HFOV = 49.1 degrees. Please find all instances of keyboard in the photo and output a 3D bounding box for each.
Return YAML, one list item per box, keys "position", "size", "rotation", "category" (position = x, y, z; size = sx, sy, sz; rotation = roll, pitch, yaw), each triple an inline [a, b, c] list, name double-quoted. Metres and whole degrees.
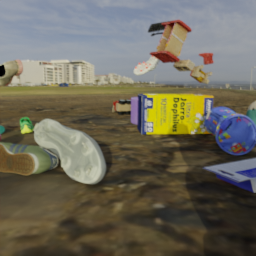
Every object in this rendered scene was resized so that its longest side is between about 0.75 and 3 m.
- position: [1.434, -4.332, 12.297]
  size: [1.297, 0.134, 0.824]
  rotation: [-17, -17, -21]
  category: "keyboard"

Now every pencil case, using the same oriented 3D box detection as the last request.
- position: [3.099, -0.037, 8.801]
  size: [1.238, 1.112, 2.849]
  rotation: [37, 12, 1]
  category: "pencil case"

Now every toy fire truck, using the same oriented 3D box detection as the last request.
- position: [-0.251, -1.375, 18.073]
  size: [1.661, 1.214, 1.887]
  rotation: [-5, 21, -26]
  category: "toy fire truck"

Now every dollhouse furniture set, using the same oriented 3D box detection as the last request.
- position: [2.067, -2.667, 10.102]
  size: [2.334, 1.256, 0.949]
  rotation: [26, -4, -32]
  category: "dollhouse furniture set"

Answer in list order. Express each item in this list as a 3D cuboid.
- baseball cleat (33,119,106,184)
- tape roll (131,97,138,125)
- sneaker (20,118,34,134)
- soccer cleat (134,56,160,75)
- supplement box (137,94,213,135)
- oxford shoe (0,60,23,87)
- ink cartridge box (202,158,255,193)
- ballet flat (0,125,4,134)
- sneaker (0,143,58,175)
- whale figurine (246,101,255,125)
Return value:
- position: [-1.103, 0.499, 6.418]
  size: [2.665, 0.929, 1.418]
  rotation: [32, 3, 43]
  category: "baseball cleat"
- position: [1.603, -0.875, 13.900]
  size: [2.941, 1.249, 2.941]
  rotation: [-1, 9, 0]
  category: "tape roll"
- position: [-4.092, -0.141, 11.348]
  size: [0.533, 0.601, 1.439]
  rotation: [-5, 10, -21]
  category: "sneaker"
- position: [0.905, -2.772, 12.776]
  size: [0.586, 0.656, 1.692]
  rotation: [35, 60, 25]
  category: "soccer cleat"
- position: [1.807, -0.588, 11.260]
  size: [2.762, 1.503, 1.513]
  rotation: [-1, 9, -4]
  category: "supplement box"
- position: [-2.781, -1.211, 6.191]
  size: [1.174, 0.416, 0.433]
  rotation: [-21, -2, 43]
  category: "oxford shoe"
- position: [2.509, 0.919, 5.620]
  size: [1.922, 0.356, 0.910]
  rotation: [-2, 10, -28]
  category: "ink cartridge box"
- position: [-5.101, 0.136, 10.387]
  size: [0.423, 0.411, 1.189]
  rotation: [-1, 13, 10]
  category: "ballet flat"
- position: [-2.393, 0.692, 6.414]
  size: [1.862, 0.624, 0.836]
  rotation: [7, 4, 36]
  category: "sneaker"
- position: [5.110, 0.032, 9.234]
  size: [2.558, 1.327, 2.035]
  rotation: [22, -3, -11]
  category: "whale figurine"
